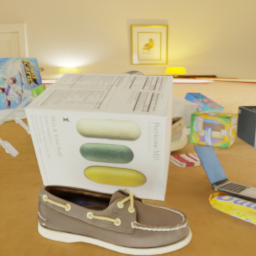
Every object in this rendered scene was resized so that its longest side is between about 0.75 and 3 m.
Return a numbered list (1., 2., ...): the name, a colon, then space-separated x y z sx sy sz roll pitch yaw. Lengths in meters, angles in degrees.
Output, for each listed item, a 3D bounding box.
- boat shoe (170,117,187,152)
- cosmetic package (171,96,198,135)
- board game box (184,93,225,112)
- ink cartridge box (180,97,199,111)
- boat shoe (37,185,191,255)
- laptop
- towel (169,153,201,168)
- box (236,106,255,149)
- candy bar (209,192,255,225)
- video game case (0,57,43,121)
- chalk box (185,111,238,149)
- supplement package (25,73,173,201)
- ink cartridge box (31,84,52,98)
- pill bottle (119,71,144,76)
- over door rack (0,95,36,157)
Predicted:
1. boat shoe: 0.354 0.315 7.854 2.988 0.970 1.078 -12 18 -23
2. cosmetic package: 1.055 -0.597 10.205 2.042 1.256 2.036 27 20 37
3. board game box: 3.996 -1.292 14.699 1.321 0.391 1.737 -7 39 -45
4. ink cartridge box: 3.127 -1.244 15.406 1.085 0.632 1.500 16 20 33
5. boat shoe: -0.248 1.320 4.309 2.413 0.718 0.867 3 13 12
6. laptop: 2.097 0.853 5.637 1.327 0.769 1.243 9 2 33
7. towel: 1.731 0.847 7.695 1.098 0.125 0.791 -5 13 -20
8. box: 4.987 -0.079 9.283 2.183 1.169 1.620 0 13 2
9. candy bar: 2.460 1.496 4.385 2.527 0.280 0.630 13 4 42
10. video game case: -5.322 -1.871 13.227 2.630 2.902 0.659 -13 -1 -44
11. chalk box: 2.687 -0.016 9.396 1.656 1.025 1.030 9 15 32
12. supplement package: -0.397 0.074 5.999 2.552 1.937 1.922 4 31 11
13. ink cartridge box: -2.645 -0.949 11.716 0.869 1.696 2.295 -9 4 42
14. pill bottle: -0.201 -1.494 11.346 1.383 1.383 2.603 6 20 23
15. over door rack: -2.759 -0.055 7.595 1.679 0.757 2.273 -47 33 -19
